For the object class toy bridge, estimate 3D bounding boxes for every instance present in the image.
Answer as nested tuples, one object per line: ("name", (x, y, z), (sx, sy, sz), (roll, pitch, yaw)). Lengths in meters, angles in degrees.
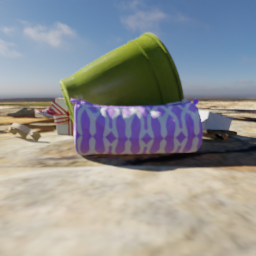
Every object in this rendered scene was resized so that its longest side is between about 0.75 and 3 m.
("toy bridge", (-3.036, 0.073, 7.893), (1.468, 0.494, 0.200), (8, 55, 42))

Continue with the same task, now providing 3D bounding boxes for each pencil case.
("pencil case", (0.211, -0.032, 5.902), (2.765, 1.182, 1.160), (-2, 11, -8))

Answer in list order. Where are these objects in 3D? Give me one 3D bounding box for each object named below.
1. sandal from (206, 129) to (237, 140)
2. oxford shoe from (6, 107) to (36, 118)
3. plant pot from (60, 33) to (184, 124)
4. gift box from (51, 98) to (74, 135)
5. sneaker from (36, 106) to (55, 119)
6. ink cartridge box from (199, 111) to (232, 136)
("sandal", (2.548, 0.194, 7.651), (1.041, 0.284, 0.426), (1, 2, -35))
("oxford shoe", (-5.742, -0.825, 14.989), (1.535, 0.574, 0.541), (-1, 7, -8))
("plant pot", (-0.314, -0.800, 7.325), (2.531, 2.629, 2.629), (-21, 12, -12))
("gift box", (-1.589, -0.485, 8.895), (1.307, 1.417, 1.323), (-3, 7, 22))
("sneaker", (-4.264, -0.906, 14.680), (1.087, 0.611, 0.387), (16, -8, 19))
("ink cartridge box", (2.231, -0.186, 8.798), (0.979, 0.573, 1.688), (15, 0, -27))
